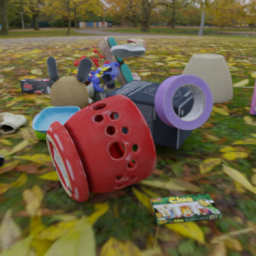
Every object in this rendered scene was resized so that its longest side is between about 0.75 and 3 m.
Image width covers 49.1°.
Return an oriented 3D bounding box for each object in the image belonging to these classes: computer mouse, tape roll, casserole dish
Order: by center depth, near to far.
[{"bbox_3d":[1.272,-0.589,6.440,1.233,1.233,0.524,-7,9,-16],"label":"tape roll"},{"bbox_3d":[-1.913,-0.182,7.657,1.464,0.284,0.887,0,47,20],"label":"casserole dish"},{"bbox_3d":[-0.773,-1.880,10.939,0.599,0.865,0.228,-20,-8,-11],"label":"computer mouse"}]

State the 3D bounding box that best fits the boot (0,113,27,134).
[{"bbox_3d":[-4.478,-0.155,10.187,1.263,0.455,0.976,5,24,8],"label":"boot"}]

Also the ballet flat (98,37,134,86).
[{"bbox_3d":[-0.582,-3.007,13.707,0.955,2.840,0.967,-17,15,32],"label":"ballet flat"}]

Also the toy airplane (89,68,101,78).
[{"bbox_3d":[-1.869,-3.137,16.873,1.016,0.717,1.012,-45,25,-14],"label":"toy airplane"}]

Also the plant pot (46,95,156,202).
[{"bbox_3d":[-0.698,0.495,6.444,1.941,2.132,2.132,-20,29,-24],"label":"plant pot"}]

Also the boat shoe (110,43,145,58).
[{"bbox_3d":[-0.030,-2.947,10.573,1.378,0.496,0.427,-4,59,-23],"label":"boat shoe"}]

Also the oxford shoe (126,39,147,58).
[{"bbox_3d":[0.436,-3.596,12.210,0.860,0.824,2.329,-24,19,-3],"label":"oxford shoe"}]

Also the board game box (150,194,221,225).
[{"bbox_3d":[1.220,1.747,6.076,1.367,0.160,0.716,-3,21,-8],"label":"board game box"}]

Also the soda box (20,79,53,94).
[{"bbox_3d":[-4.564,-2.163,14.598,1.947,0.689,0.616,3,21,9],"label":"soda box"}]

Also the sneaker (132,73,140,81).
[{"bbox_3d":[0.298,-2.322,14.714,0.720,0.781,1.771,-3,35,-8],"label":"sneaker"}]

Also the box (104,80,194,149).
[{"bbox_3d":[0.782,-0.537,8.779,2.460,1.317,1.826,13,29,29],"label":"box"}]

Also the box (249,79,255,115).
[{"bbox_3d":[6.440,-1.567,11.131,2.599,2.286,1.256,12,26,25],"label":"box"}]

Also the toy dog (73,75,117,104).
[{"bbox_3d":[-1.876,-2.153,13.594,1.972,1.440,2.990,16,27,35],"label":"toy dog"}]

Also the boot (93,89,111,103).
[{"bbox_3d":[-0.739,-1.300,12.566,1.516,0.786,2.320,1,24,-11],"label":"boot"}]

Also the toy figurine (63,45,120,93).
[{"bbox_3d":[-1.295,-2.285,11.935,1.754,1.545,2.928,4,47,41],"label":"toy figurine"}]

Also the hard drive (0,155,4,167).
[{"bbox_3d":[-4.633,0.629,7.847,2.041,0.336,1.424,20,6,38],"label":"hard drive"}]

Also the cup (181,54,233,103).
[{"bbox_3d":[3.852,-2.566,13.897,2.786,1.992,2.786,0,24,0],"label":"cup"}]

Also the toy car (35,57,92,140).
[{"bbox_3d":[-1.887,-1.036,9.291,2.178,2.651,2.092,1,27,2],"label":"toy car"}]
